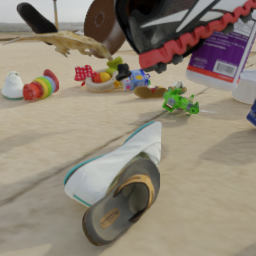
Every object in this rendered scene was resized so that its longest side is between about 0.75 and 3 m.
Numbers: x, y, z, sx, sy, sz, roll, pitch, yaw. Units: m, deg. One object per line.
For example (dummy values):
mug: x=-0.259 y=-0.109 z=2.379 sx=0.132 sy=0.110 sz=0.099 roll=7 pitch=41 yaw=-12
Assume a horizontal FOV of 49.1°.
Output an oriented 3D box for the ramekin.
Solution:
ramekin: x=5.053 y=-1.624 z=11.150 sx=1.894 sy=0.994 sz=1.894 roll=1 pitch=26 yaw=-1

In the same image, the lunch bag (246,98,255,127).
lunch bag: x=4.267 y=-0.397 z=8.003 sx=1.635 sy=1.082 sz=1.111 roll=-7 pitch=38 yaw=-20

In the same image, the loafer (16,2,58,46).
loafer: x=-2.285 y=-2.686 z=7.136 sx=0.503 sy=1.376 sz=0.488 roll=-46 pitch=55 yaw=-4

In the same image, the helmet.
helmet: x=0.823 y=-2.911 z=7.019 sx=2.268 sy=2.162 sz=2.268 roll=-24 pitch=-15 yaw=-7

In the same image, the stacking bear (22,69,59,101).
stacking bear: x=-3.658 y=-1.625 z=11.455 sx=0.946 sy=1.010 sz=1.663 roll=40 pitch=33 yaw=2

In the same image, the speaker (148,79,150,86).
speaker: x=0.637 y=-2.303 z=13.860 sx=0.458 sy=0.458 sz=1.036 roll=-14 pitch=25 yaw=-33

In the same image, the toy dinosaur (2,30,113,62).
toy dinosaur: x=-1.100 y=-1.506 z=4.830 sx=1.799 sy=0.523 sz=0.909 roll=9 pitch=10 yaw=0

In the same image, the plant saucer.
plant saucer: x=-0.838 y=-3.646 z=9.592 sx=0.450 sy=2.462 sz=2.462 roll=7 pitch=11 yaw=-45

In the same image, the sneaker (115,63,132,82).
sneaker: x=-0.229 y=-1.855 z=9.162 sx=0.526 sy=0.303 sz=1.008 roll=49 pitch=39 yaw=8

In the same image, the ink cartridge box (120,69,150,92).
ink cartridge box: x=0.362 y=-2.256 z=13.048 sx=1.335 sy=0.510 sz=0.911 roll=-11 pitch=49 yaw=-15

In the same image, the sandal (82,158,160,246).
sandal: x=0.045 y=1.062 z=4.417 sx=0.517 sy=0.774 sz=1.893 roll=-39 pitch=-6 yaw=40

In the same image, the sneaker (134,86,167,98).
sneaker: x=0.900 y=-1.523 z=11.829 sx=1.420 sy=0.532 sz=0.640 roll=2 pitch=11 yaw=-11

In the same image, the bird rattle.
bird rattle: x=-1.302 y=-2.417 z=13.165 sx=2.519 sy=1.419 sz=2.053 roll=-5 pitch=37 yaw=-4

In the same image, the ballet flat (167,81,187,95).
ballet flat: x=2.154 y=-1.755 z=12.254 sx=0.526 sy=0.561 sz=1.552 roll=16 pitch=26 yaw=36

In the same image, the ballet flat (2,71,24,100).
ballet flat: x=-5.074 y=-1.974 z=12.340 sx=0.969 sy=0.969 sz=2.791 roll=-8 pitch=23 yaw=-21

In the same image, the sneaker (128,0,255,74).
sneaker: x=1.142 y=-2.025 z=4.592 sx=2.621 sy=1.280 sz=0.926 roll=-29 pitch=16 yaw=8

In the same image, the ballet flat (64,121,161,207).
ballet flat: x=0.037 y=0.730 z=5.502 sx=0.971 sy=0.971 sz=2.795 roll=16 pitch=30 yaw=36

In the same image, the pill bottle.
pill bottle: x=2.668 y=-2.435 z=7.745 sx=1.497 sy=2.662 sz=1.497 roll=15 pitch=14 yaw=-4

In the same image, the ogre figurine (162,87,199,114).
ogre figurine: x=1.789 y=-0.897 z=9.740 sx=1.045 sy=0.855 sz=1.743 roll=16 pitch=35 yaw=-7
